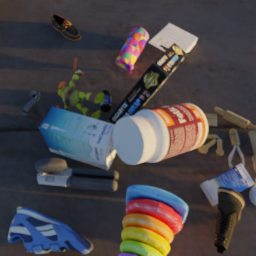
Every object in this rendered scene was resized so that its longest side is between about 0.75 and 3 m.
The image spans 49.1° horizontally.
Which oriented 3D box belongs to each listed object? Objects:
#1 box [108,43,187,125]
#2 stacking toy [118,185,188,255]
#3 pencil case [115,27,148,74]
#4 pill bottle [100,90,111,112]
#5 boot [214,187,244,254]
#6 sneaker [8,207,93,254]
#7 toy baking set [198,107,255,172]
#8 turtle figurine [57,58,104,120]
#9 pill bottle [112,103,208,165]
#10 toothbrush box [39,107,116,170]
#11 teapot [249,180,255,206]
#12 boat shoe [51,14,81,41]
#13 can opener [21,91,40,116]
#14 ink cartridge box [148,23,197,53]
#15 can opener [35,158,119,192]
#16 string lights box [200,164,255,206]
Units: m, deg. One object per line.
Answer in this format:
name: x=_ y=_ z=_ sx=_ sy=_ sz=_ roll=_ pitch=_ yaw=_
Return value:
box: x=0.625 y=-1.309 z=9.038 sx=0.607 sy=2.637 sz=2.096 roll=41 pitch=40 yaw=-1
stacking toy: x=0.327 y=2.936 z=6.596 sx=1.612 sy=1.524 sz=2.777 roll=15 pitch=52 yaw=12
pencil case: x=0.165 y=-3.214 z=11.571 sx=0.842 sy=0.842 sz=1.906 roll=22 pitch=75 yaw=14
pill bottle: x=-0.848 y=-1.028 z=10.583 sx=0.438 sy=0.438 sz=0.783 roll=-2 pitch=57 yaw=-1
boot: x=2.594 y=2.487 z=7.437 sx=0.696 sy=1.798 sz=1.243 roll=9 pitch=54 yaw=37
sneaker: x=-2.149 y=3.021 z=7.639 sx=2.478 sy=0.916 sz=1.019 roll=14 pitch=59 yaw=18
toy baking set: x=3.545 y=0.400 z=9.720 sx=2.719 sy=0.316 sz=2.087 roll=27 pitch=66 yaw=20
turtle figurine: x=-1.702 y=-1.092 z=9.280 sx=1.876 sy=0.749 sz=2.327 roll=23 pitch=96 yaw=28
pill bottle: x=1.004 y=0.151 z=8.520 sx=2.774 sy=1.584 sz=1.584 roll=-12 pitch=53 yaw=-40
toothbrush box: x=-1.511 y=0.369 z=8.960 sx=2.156 sy=1.579 sz=0.920 roll=16 pitch=59 yaw=12
teapot: x=4.094 y=2.008 z=8.471 sx=0.786 sy=0.574 sz=0.775 roll=32 pitch=61 yaw=20
boat shoe: x=-2.909 y=-4.647 z=12.909 sx=1.769 sy=0.622 sz=0.623 roll=34 pitch=62 yaw=19
can opener: x=-3.612 y=-0.949 z=10.265 sx=0.455 sy=0.363 sz=1.362 roll=27 pitch=31 yaw=-8
ink cartridge box: x=1.920 y=-3.654 z=12.124 sx=1.518 sy=0.533 sz=1.867 roll=33 pitch=61 yaw=13
can opener: x=-1.599 y=1.428 z=8.611 sx=2.569 sy=0.859 sz=0.685 roll=3 pitch=46 yaw=6
string lights box: x=3.049 y=1.746 z=8.632 sx=1.417 sy=0.418 sz=0.728 roll=-23 pitch=68 yaw=-11
